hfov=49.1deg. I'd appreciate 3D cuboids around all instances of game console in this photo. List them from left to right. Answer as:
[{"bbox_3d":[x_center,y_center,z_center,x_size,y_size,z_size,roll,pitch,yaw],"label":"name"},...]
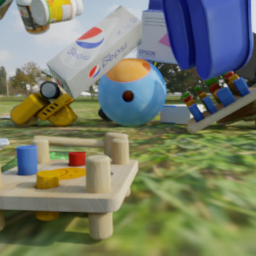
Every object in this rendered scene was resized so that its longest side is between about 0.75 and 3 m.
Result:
[{"bbox_3d":[4.036,-2.353,9.648,0.963,1.654,1.455,10,-4,8],"label":"game console"}]

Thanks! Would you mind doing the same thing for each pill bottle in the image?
[{"bbox_3d":[-2.908,-3.631,8.480,0.824,1.416,0.824,-1,50,1],"label":"pill bottle"},{"bbox_3d":[-2.026,-3.468,8.128,0.772,0.772,1.390,6,26,44],"label":"pill bottle"}]

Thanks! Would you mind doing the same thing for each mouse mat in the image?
[{"bbox_3d":[-1.302,0.528,4.555,1.189,0.056,1.478,-1,7,-7],"label":"mouse mat"}]

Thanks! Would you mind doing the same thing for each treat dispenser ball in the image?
[{"bbox_3d":[0.133,-1.353,10.720,2.608,2.608,2.608,0,6,0],"label":"treat dispenser ball"}]

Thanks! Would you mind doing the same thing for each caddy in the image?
[{"bbox_3d":[2.057,-2.679,7.005,1.558,2.968,2.098,-26,35,-10],"label":"caddy"}]

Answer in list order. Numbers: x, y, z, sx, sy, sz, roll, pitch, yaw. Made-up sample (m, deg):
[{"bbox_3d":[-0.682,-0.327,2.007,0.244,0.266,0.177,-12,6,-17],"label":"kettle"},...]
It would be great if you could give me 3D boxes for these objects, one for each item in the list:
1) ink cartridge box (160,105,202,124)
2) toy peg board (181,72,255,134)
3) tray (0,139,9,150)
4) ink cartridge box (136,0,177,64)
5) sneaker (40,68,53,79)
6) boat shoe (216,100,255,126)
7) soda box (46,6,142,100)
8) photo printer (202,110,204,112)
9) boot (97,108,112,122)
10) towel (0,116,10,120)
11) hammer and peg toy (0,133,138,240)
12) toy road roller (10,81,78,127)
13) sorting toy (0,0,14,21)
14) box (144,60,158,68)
[{"bbox_3d":[2.284,-0.590,11.844,1.301,0.751,1.782,3,7,29],"label":"ink cartridge box"},{"bbox_3d":[2.644,-0.950,8.693,2.212,1.082,2.203,-31,1,14],"label":"toy peg board"},{"bbox_3d":[-3.144,0.367,5.519,1.447,0.160,0.777,-3,7,-26],"label":"tray"},{"bbox_3d":[1.542,-3.599,10.218,2.378,2.422,0.525,15,18,29],"label":"ink cartridge box"},{"bbox_3d":[-2.048,-1.589,8.153,0.986,0.400,0.370,16,-3,-25],"label":"sneaker"},{"bbox_3d":[3.896,-0.677,9.913,0.904,0.854,2.512,-28,3,-20],"label":"boat shoe"},{"bbox_3d":[-0.619,-1.537,5.671,0.639,2.013,0.687,42,-15,18],"label":"soda box"},{"bbox_3d":[4.484,-0.892,16.596,1.064,0.370,0.886,2,6,24],"label":"photo printer"},{"bbox_3d":[-0.310,-0.766,13.205,2.162,0.814,1.616,-2,6,-11],"label":"boot"},{"bbox_3d":[-5.730,-0.509,13.940,0.912,0.164,0.948,3,6,25],"label":"towel"},{"bbox_3d":[-0.562,0.440,2.743,1.263,0.605,1.717,-1,6,8],"label":"hammer and peg toy"},{"bbox_3d":[-2.927,-0.568,10.319,2.303,1.681,1.415,-37,4,4],"label":"toy road roller"},{"bbox_3d":[-2.806,-2.405,5.857,1.386,0.234,0.668,-30,26,41],"label":"sorting toy"},{"bbox_3d":[0.898,-3.230,13.376,0.350,1.471,1.421,15,17,-40],"label":"box"}]
